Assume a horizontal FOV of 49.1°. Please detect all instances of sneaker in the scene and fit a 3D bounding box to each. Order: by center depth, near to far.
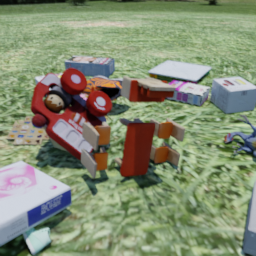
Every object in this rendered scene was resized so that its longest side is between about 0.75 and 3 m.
[{"bbox_3d":[-2.002,2.271,6.084,0.518,0.323,0.879,-25,46,-29],"label":"sneaker"},{"bbox_3d":[-1.247,-1.643,11.973,2.608,1.012,1.461,0,18,31],"label":"sneaker"}]

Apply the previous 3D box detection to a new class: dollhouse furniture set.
[{"bbox_3d":[0.328,0.074,7.503,2.756,2.726,1.420,-3,22,-27],"label":"dollhouse furniture set"},{"bbox_3d":[-1.980,0.047,9.215,0.745,1.078,1.141,12,46,35],"label":"dollhouse furniture set"}]

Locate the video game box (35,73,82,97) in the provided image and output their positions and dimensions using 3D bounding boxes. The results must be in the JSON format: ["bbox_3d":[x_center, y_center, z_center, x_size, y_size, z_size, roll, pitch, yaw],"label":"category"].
[{"bbox_3d":[-3.299,-2.180,14.063,2.119,0.544,2.326,-18,33,-25],"label":"video game box"}]

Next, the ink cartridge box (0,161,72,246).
[{"bbox_3d":[-3.336,1.631,6.376,2.934,0.635,2.880,17,25,35],"label":"ink cartridge box"}]

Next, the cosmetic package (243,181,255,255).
[{"bbox_3d":[3.125,2.013,6.154,0.925,0.781,1.732,13,34,24],"label":"cosmetic package"}]

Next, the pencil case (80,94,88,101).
[{"bbox_3d":[-1.875,-0.716,11.156,0.796,0.761,1.839,20,25,-13],"label":"pencil case"}]

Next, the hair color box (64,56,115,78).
[{"bbox_3d":[-2.226,-3.619,16.455,2.645,0.802,1.309,6,29,13],"label":"hair color box"}]

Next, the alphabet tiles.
[{"bbox_3d":[-3.486,0.076,10.265,1.545,0.059,1.857,1,33,-5],"label":"alphabet tiles"}]

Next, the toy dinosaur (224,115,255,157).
[{"bbox_3d":[4.004,0.644,9.012,1.097,2.089,1.896,-47,13,3],"label":"toy dinosaur"}]

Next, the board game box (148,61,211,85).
[{"bbox_3d":[3.008,-3.214,16.170,2.831,0.366,2.830,16,32,27],"label":"board game box"}]

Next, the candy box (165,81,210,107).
[{"bbox_3d":[2.699,-1.632,13.035,1.846,0.563,1.259,16,32,27],"label":"candy box"}]

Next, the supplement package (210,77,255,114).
[{"bbox_3d":[4.569,-1.454,12.190,1.368,1.052,1.430,-7,31,-12],"label":"supplement package"}]

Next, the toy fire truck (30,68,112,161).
[{"bbox_3d":[-1.845,-0.460,8.627,2.514,1.409,2.111,41,45,-14],"label":"toy fire truck"}]
